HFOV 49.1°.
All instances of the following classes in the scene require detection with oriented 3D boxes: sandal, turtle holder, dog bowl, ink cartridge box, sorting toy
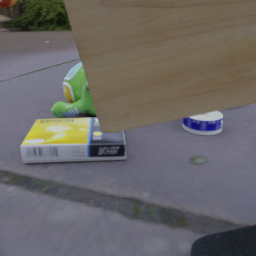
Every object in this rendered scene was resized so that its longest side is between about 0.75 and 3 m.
[{"bbox_3d":[1.843,1.524,3.361,2.133,0.510,0.802,-10,22,9],"label":"sandal"},{"bbox_3d":[-1.199,-1.050,8.313,1.489,2.097,1.594,11,-13,36],"label":"turtle holder"},{"bbox_3d":[1.965,-0.185,7.397,1.011,0.398,1.011,0,23,0],"label":"dog bowl"},{"bbox_3d":[-1.174,0.105,6.632,2.122,0.505,2.147,-2,25,-5],"label":"ink cartridge box"},{"bbox_3d":[0.721,-1.564,3.319,2.787,2.770,0.970,-12,33,0],"label":"sorting toy"}]

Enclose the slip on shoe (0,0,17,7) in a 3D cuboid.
[{"bbox_3d":[-2.468,-2.544,5.065,0.446,0.540,1.459,-3,37,-49],"label":"slip on shoe"}]
